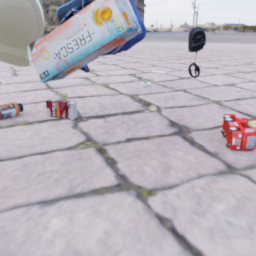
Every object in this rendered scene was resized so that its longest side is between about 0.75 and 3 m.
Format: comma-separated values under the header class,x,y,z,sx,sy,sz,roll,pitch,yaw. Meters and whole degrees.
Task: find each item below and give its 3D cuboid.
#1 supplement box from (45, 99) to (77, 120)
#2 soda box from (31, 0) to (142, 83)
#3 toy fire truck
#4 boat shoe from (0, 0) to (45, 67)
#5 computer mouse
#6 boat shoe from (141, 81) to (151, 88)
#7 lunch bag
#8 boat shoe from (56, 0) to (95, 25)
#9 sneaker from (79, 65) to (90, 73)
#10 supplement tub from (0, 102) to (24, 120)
class,x,y,z,sx,sy,sz,roll,pitch,yaw
supplement box,-2.233,-0.632,9.380,1.041,0.566,0.317,8,21,22
soda box,-1.106,-2.090,6.781,2.777,0.950,0.883,-21,6,30
toy fire truck,3.391,0.025,7.676,1.525,0.527,2.163,4,21,9
boat shoe,-1.877,-1.814,4.656,0.954,0.798,2.670,13,-12,-21
computer mouse,1.746,-1.943,7.324,0.445,1.518,0.258,-16,47,-8
boat shoe,0.906,-2.233,14.075,0.307,0.279,0.835,10,23,25
lunch bag,-0.739,-3.924,9.980,1.649,2.492,1.693,-25,0,-43
boat shoe,-1.579,-3.808,9.117,1.706,0.586,0.718,-9,0,40
sneaker,-1.514,-1.761,7.824,1.114,0.420,0.437,30,71,28
supplement tub,-4.000,-0.591,9.385,0.489,0.489,0.914,16,26,37
